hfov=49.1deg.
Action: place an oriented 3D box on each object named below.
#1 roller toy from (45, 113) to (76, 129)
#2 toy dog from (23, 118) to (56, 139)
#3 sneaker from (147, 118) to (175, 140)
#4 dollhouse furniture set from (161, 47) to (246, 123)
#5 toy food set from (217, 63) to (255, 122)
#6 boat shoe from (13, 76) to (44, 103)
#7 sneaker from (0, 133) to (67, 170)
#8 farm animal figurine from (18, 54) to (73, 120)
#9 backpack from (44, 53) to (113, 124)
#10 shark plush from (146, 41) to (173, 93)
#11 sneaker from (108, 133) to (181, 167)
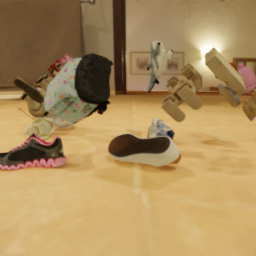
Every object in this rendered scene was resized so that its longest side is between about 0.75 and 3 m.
[{"bbox_3d":[-2.647,-0.591,11.271,1.247,1.366,0.955,44,-7,6],"label":"roller toy"},{"bbox_3d":[-3.022,0.051,9.842,1.027,0.739,1.059,-28,6,11],"label":"toy dog"},{"bbox_3d":[1.084,0.211,9.019,0.805,0.728,1.889,12,19,8],"label":"sneaker"},{"bbox_3d":[1.679,-0.874,6.418,1.553,1.032,1.361,-39,17,32],"label":"dollhouse furniture set"},{"bbox_3d":[3.280,-1.172,8.127,0.432,1.743,2.741,-24,33,4],"label":"toy food set"},{"bbox_3d":[-3.214,-1.299,9.279,0.404,1.124,0.382,-37,22,21],"label":"boat shoe"},{"bbox_3d":[-2.317,0.517,6.542,1.710,0.816,0.676,-3,12,-10],"label":"sneaker"},{"bbox_3d":[-2.658,-1.293,10.151,2.698,1.422,2.728,-42,22,5],"label":"farm animal figurine"},{"bbox_3d":[-1.050,-0.747,5.774,0.959,1.264,1.515,28,-38,-30],"label":"backpack"},{"bbox_3d":[0.898,-1.939,8.903,0.755,1.662,0.692,-3,10,-44],"label":"shark plush"},{"bbox_3d":[0.352,0.627,6.666,1.954,0.711,0.827,3,-30,43],"label":"sneaker"}]
